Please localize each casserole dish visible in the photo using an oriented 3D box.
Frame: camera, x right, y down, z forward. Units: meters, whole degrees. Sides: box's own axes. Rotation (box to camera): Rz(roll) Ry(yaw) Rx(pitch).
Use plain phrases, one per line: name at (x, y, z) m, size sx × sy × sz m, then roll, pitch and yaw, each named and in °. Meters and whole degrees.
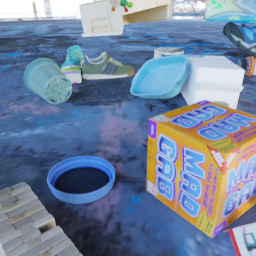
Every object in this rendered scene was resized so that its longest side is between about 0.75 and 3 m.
casserole dish at (1.144, -1.735, 9.965) m, size 0.528 × 1.648 × 2.720 m, roll 35°, pitch -14°, yaw -32°

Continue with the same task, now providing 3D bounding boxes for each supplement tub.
supplement tub at (6.050, -2.894, 13.158) m, size 1.691 × 0.904 × 0.904 m, roll 4°, pitch 26°, yaw 6°

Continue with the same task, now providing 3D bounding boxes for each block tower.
block tower at (-1.201, 1.721, 3.721) m, size 0.750 × 0.803 × 2.777 m, roll -20°, pitch 31°, yaw -35°

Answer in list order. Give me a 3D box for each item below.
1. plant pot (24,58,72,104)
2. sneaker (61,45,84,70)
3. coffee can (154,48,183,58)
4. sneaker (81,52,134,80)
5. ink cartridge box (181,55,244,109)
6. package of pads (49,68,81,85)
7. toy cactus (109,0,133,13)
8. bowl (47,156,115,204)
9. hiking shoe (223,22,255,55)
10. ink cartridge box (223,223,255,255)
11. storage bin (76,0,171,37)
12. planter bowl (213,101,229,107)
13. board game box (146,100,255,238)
plant pot at (-2.805, -1.622, 10.114) m, size 1.439 × 1.439 × 1.409 m, roll -18°, pitch 38°, yaw -33°
sneaker at (-2.835, -3.497, 14.147) m, size 1.060 × 1.089 × 2.736 m, roll -7°, pitch 26°, yaw 2°
coffee can at (1.580, -2.341, 11.246) m, size 1.137 × 1.554 × 1.137 m, roll 0°, pitch 26°, yaw 0°
sneaker at (-0.897, -2.912, 12.911) m, size 2.538 × 1.140 × 0.851 m, roll -8°, pitch 27°, yaw -16°
ink cartridge box at (2.789, -1.518, 9.585) m, size 1.503 × 1.465 × 2.339 m, roll 2°, pitch 26°, yaw -1°
package of pads at (-2.790, -2.301, 12.410) m, size 1.401 × 0.478 × 1.082 m, roll -5°, pitch 26°, yaw -9°
toy cactus at (-0.436, -3.430, 7.450) m, size 1.280 × 0.655 × 1.056 m, roll 28°, pitch 29°, yaw -30°
bowl at (-0.942, 1.035, 5.729) m, size 1.352 × 0.265 × 1.352 m, roll 0°, pitch 26°, yaw 0°
hiking shoe at (3.877, -2.609, 7.854) m, size 2.588 × 1.122 × 0.963 m, roll 13°, pitch 34°, yaw -17°
ink cartridge box at (1.992, 1.551, 4.009) m, size 0.727 × 1.252 × 0.421 m, roll -7°, pitch 66°, yaw -13°
storage bin at (-0.119, -4.222, 10.223) m, size 2.502 × 1.173 × 2.484 m, roll -29°, pitch 31°, yaw -34°
planter bowl at (2.710, -0.438, 8.395) m, size 0.911 × 0.613 × 0.911 m, roll 1°, pitch 26°, yaw 0°
board game box at (1.451, 0.589, 5.112) m, size 1.585 × 1.586 × 1.585 m, roll -19°, pitch 32°, yaw -34°
